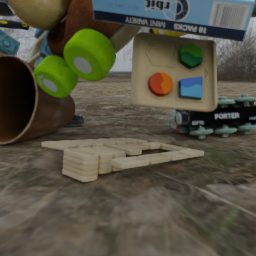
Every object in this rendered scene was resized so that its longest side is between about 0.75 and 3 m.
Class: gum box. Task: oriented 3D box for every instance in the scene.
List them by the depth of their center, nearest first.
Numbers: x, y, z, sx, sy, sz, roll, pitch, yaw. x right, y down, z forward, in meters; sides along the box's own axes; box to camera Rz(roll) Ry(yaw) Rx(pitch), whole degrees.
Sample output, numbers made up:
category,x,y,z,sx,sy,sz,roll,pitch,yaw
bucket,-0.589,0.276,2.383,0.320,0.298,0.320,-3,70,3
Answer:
category,x,y,z,sx,sy,sz,roll,pitch,yaw
gum box,0.735,-1.967,3.847,1.793,0.470,2.110,13,44,13

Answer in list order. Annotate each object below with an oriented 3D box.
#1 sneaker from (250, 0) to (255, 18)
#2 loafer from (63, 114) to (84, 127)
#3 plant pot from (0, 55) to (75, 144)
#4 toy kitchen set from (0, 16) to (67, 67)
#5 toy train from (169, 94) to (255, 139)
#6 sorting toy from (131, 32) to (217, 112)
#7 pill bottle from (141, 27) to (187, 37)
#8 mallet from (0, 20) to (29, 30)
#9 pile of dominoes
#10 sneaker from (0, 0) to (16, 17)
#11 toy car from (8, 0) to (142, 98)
category,x,y,z,sx,sy,sz,roll,pitch,yaw
sneaker,3.718,-3.853,8.860,1.077,0.987,2.529,22,22,-6
loafer,-2.206,-0.370,8.453,1.801,0.567,0.647,3,11,15
plant pot,-2.290,-0.566,6.892,1.916,1.916,2.050,5,-1,23
toy kitchen set,-2.928,-2.991,8.144,1.725,2.928,2.346,-27,-44,34
toy train,2.239,-0.271,7.204,2.375,1.012,1.353,-5,-1,-13
sorting toy,0.628,-0.990,3.762,1.129,1.516,0.203,3,-13,-3
pill bottle,1.632,-3.434,8.005,2.580,1.451,1.451,-12,7,20
mallet,-2.938,-2.184,6.053,0.415,0.664,2.015,-13,0,31
pile of dominoes,-0.061,0.525,5.056,1.910,0.390,2.450,9,6,42
sneaker,-3.387,-3.344,7.619,1.294,0.841,2.241,-16,28,31
toy car,-1.235,-2.363,4.840,2.192,2.778,2.282,-14,39,47
